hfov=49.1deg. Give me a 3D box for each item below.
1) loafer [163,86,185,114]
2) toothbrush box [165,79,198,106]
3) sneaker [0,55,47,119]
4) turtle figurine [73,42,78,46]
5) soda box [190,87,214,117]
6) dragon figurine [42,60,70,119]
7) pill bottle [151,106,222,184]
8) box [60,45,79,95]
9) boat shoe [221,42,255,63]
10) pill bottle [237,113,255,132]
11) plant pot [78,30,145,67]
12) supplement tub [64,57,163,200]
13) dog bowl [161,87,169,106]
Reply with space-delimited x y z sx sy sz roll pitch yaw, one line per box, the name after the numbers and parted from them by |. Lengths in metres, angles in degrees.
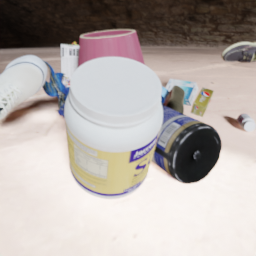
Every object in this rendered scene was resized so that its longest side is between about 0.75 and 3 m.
1.536 -0.705 9.676 0.694 0.626 1.833 30 48 -4 | loafer
2.115 -1.453 11.362 1.176 0.502 0.861 15 68 34 | toothbrush box
-3.170 -0.829 7.428 2.772 1.012 0.981 -31 37 30 | sneaker
-2.044 -3.537 12.292 0.807 0.260 0.651 31 50 -12 | turtle figurine
1.809 -0.635 6.808 0.308 0.291 0.910 20 41 17 | soda box
-2.579 -1.513 9.966 0.701 2.382 1.184 -27 9 11 | dragon figurine
1.011 0.243 7.656 1.550 1.550 2.772 -11 24 -26 | pill bottle
-1.983 -1.929 11.468 1.525 2.771 0.481 1 17 -12 | box
4.643 -2.844 10.787 2.038 0.733 0.661 -9 55 -8 | boat shoe
4.380 -0.193 10.364 0.480 0.480 0.848 2 21 5 | pill bottle
-0.559 -1.943 9.799 2.951 2.641 2.951 -4 25 2 | plant pot
-0.318 0.082 5.653 1.847 2.540 1.847 4 49 -4 | supplement tub
1.349 -1.039 10.778 0.677 1.214 0.301 17 57 43 | dog bowl
